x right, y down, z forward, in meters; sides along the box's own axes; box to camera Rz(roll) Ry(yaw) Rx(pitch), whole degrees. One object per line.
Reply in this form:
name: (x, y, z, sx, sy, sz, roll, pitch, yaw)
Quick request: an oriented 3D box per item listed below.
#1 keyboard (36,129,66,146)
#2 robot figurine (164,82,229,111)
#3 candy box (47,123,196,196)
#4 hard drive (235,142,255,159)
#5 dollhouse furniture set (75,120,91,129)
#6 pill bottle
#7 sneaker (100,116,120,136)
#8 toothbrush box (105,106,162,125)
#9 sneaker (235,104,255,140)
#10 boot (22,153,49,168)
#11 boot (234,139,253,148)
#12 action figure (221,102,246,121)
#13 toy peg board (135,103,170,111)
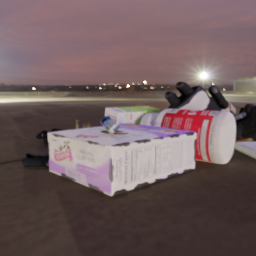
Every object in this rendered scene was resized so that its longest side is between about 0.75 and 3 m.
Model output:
keyboard: (-2.910, 0.370, 11.472, 1.569, 0.335, 2.614, 5, 7, -8)
robot figurine: (2.381, -0.461, 9.875, 1.886, 2.511, 1.567, -34, 12, 44)
candy box: (-0.134, 0.592, 7.140, 2.943, 1.053, 2.469, -7, 11, -43)
hard drive: (4.477, 0.772, 8.594, 1.461, 0.291, 2.216, -1, 8, -4)
dollhouse furniture set: (-2.302, -0.138, 14.351, 0.755, 0.491, 0.693, -1, 8, -8)
pill bottle: (1.731, 0.182, 8.500, 2.655, 1.490, 1.490, 6, 10, 34)
sneaker: (-0.434, -0.124, 6.460, 0.358, 0.396, 0.929, -44, 11, -3)
toothbrush box: (0.160, 0.020, 9.702, 1.911, 1.391, 0.823, -4, 18, -34)
sneaker: (4.820, -0.289, 11.575, 2.989, 1.559, 0.897, -3, 8, -26)
boot: (-2.338, 0.819, 7.792, 0.917, 0.417, 1.092, 4, 14, 2)
boot: (4.030, 0.511, 10.244, 0.938, 0.330, 0.672, -12, 19, -32)
action figure: (3.148, -0.549, 11.494, 2.713, 1.419, 2.624, -24, 12, -9)
toy peg board: (1.087, -0.198, 12.965, 2.267, 1.109, 2.258, 2, 31, 32)
